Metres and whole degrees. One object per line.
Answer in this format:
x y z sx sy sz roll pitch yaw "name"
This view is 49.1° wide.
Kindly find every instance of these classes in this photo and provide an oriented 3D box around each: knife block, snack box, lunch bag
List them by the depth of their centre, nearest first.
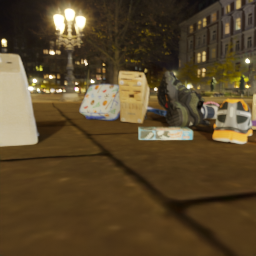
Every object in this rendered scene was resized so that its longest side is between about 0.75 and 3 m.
0.959 0.143 7.454 1.359 0.252 0.789 0 7 1 "snack box"
0.365 -1.491 11.780 0.926 2.895 2.542 6 39 10 "knife block"
-1.207 -1.119 12.819 2.127 1.705 0.804 4 -23 38 "lunch bag"

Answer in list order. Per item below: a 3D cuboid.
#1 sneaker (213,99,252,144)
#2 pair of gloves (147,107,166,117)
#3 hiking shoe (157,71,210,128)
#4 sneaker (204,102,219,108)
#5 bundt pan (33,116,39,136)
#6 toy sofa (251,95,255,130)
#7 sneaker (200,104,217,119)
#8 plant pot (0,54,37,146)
2.846 -0.295 7.506 1.037 1.023 2.650 5 10 18 "sneaker"
1.492 -0.753 13.630 2.807 0.320 2.256 15 7 29 "pair of gloves"
2.012 -1.025 10.469 1.480 1.114 2.941 7 44 -15 "hiking shoe"
3.744 -0.839 14.299 1.886 0.745 0.899 4 47 28 "sneaker"
-3.527 -0.141 7.660 2.090 0.784 2.090 1 6 0 "bundt pan"
4.969 -0.408 8.156 1.311 1.112 2.686 -2 8 -37 "toy sofa"
3.038 -0.709 12.465 1.082 0.699 1.995 -2 4 -16 "sneaker"
-3.144 -0.749 6.478 1.857 1.646 1.859 -3 33 -22 "plant pot"
